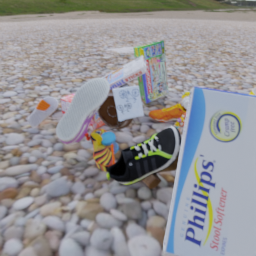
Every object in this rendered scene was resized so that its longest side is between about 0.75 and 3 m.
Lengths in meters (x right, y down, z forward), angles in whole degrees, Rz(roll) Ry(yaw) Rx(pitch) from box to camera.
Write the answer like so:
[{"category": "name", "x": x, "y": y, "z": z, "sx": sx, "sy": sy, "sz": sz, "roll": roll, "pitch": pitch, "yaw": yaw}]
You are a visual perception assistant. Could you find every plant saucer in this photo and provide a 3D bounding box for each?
[{"category": "plant saucer", "x": -0.545, "y": -0.642, "z": 10.476, "sx": 1.583, "sy": 1.583, "sz": 0.254, "roll": 12, "pitch": 26, "yaw": 21}]

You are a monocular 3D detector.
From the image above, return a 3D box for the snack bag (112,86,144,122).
[{"category": "snack bag", "x": 0.023, "y": -0.774, "z": 8.795, "sx": 0.979, "sy": 1.039, "sz": 0.111, "roll": -13, "pitch": 3, "yaw": -29}]

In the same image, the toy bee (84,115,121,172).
[{"category": "toy bee", "x": -0.864, "y": 0.522, "z": 9.014, "sx": 1.117, "sy": 1.345, "sz": 2.054, "roll": -3, "pitch": 27, "yaw": 10}]

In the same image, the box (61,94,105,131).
[{"category": "box", "x": -1.867, "y": -0.725, "z": 11.814, "sx": 1.906, "sy": 0.978, "sz": 0.902, "roll": 19, "pitch": 33, "yaw": 34}]

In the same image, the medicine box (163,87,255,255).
[{"category": "medicine box", "x": 1.704, "y": 0.882, "z": 5.502, "sx": 1.489, "sy": 2.635, "sz": 2.893, "roll": 10, "pitch": -4, "yaw": 11}]

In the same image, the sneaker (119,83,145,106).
[{"category": "sneaker", "x": -0.122, "y": -1.148, "z": 12.031, "sx": 1.209, "sy": 0.781, "sz": 2.229, "roll": -43, "pitch": 30, "yaw": 3}]

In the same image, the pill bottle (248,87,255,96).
[{"category": "pill bottle", "x": 3.934, "y": -0.326, "z": 8.766, "sx": 1.271, "sy": 2.254, "sz": 1.271, "roll": 32, "pitch": 26, "yaw": -18}]

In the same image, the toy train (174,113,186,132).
[{"category": "toy train", "x": 1.956, "y": -0.196, "z": 10.035, "sx": 0.308, "sy": 1.108, "sz": 0.832, "roll": 43, "pitch": 46, "yaw": 14}]

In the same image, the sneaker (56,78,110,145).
[{"category": "sneaker", "x": -1.419, "y": -0.487, "z": 9.090, "sx": 0.858, "sy": 1.351, "sz": 2.369, "roll": 35, "pitch": 77, "yaw": 10}]

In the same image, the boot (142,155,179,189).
[{"category": "boot", "x": 0.880, "y": 0.852, "z": 8.354, "sx": 0.630, "sy": 1.643, "sz": 1.275, "roll": 31, "pitch": 17, "yaw": -46}]

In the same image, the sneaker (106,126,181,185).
[{"category": "sneaker", "x": 0.351, "y": 0.831, "z": 7.508, "sx": 1.022, "sy": 2.468, "sz": 0.885, "roll": 19, "pitch": 38, "yaw": -41}]

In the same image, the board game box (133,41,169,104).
[{"category": "board game box", "x": 1.168, "y": -2.709, "z": 13.589, "sx": 1.791, "sy": 2.661, "sz": 0.387, "roll": -28, "pitch": 29, "yaw": -38}]

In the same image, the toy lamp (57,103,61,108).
[{"category": "toy lamp", "x": -3.022, "y": -1.083, "z": 12.983, "sx": 1.947, "sy": 0.567, "sz": 0.567, "roll": -13, "pitch": 30, "yaw": -26}]

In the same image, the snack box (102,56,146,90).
[{"category": "snack box", "x": -0.532, "y": -2.202, "z": 12.528, "sx": 2.926, "sy": 0.356, "sz": 1.052, "roll": -24, "pitch": 37, "yaw": 21}]

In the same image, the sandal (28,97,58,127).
[{"category": "sandal", "x": -3.402, "y": -0.697, "z": 11.244, "sx": 1.672, "sy": 0.641, "sz": 0.479, "roll": -39, "pitch": 9, "yaw": 22}]

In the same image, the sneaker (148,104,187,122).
[{"category": "sneaker", "x": 1.911, "y": -0.690, "z": 11.956, "sx": 2.086, "sy": 0.805, "sz": 0.761, "roll": -1, "pitch": 29, "yaw": 1}]

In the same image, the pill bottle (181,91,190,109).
[{"category": "pill bottle", "x": 2.493, "y": -1.135, "z": 11.684, "sx": 0.502, "sy": 0.502, "sz": 0.890, "roll": 4, "pitch": 32, "yaw": 7}]
